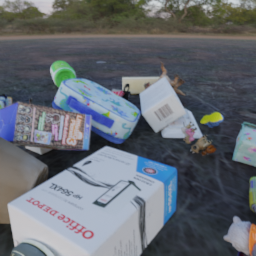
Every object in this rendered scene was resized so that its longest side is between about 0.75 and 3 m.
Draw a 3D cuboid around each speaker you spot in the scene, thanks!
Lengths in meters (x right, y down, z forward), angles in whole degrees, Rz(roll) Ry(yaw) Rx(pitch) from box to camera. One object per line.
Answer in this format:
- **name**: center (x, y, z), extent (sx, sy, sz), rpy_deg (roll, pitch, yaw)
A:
- **speaker**: center (-3.865, -3.158, 16.528), extent (1.313, 1.313, 2.969), rpy_deg (-7, 24, -17)

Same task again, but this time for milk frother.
- **milk frother**: center (-0.369, -1.712, 13.330), extent (0.886, 0.942, 0.850), rpy_deg (10, 16, 11)

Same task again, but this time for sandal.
- **sandal**: center (3.153, -0.258, 10.264), extent (0.482, 0.440, 1.108), rpy_deg (37, -11, -11)

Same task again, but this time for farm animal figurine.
- **farm animal figurine**: center (2.014, 0.389, 8.552), extent (1.201, 0.604, 0.970), rpy_deg (37, 22, -15)

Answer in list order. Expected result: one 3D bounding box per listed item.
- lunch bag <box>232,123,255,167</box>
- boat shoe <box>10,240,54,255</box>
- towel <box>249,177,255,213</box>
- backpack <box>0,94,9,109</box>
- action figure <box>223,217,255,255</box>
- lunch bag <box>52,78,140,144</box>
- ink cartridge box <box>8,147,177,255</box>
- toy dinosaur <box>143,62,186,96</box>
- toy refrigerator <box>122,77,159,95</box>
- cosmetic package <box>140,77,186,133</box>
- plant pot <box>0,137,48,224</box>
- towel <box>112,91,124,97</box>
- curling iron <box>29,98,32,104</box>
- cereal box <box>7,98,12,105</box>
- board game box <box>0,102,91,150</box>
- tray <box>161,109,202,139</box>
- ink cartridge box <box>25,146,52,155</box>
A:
- **lunch bag**: center (3.838, 0.447, 8.147), extent (1.274, 0.912, 1.496), rpy_deg (19, 36, 19)
- **boat shoe**: center (-1.174, 2.395, 3.879), extent (2.236, 0.814, 0.691), rpy_deg (26, 30, 38)
- **towel**: center (3.427, 1.559, 6.070), extent (1.538, 0.244, 2.142), rpy_deg (10, 11, 20)
- **backpack**: center (-5.196, -0.725, 11.031), extent (0.938, 1.025, 0.753), rpy_deg (-7, 24, -11)
- **action figure**: center (2.697, 1.978, 4.505), extent (2.172, 1.174, 2.245), rpy_deg (17, 27, 17)
- **lunch bag**: center (-1.018, -0.632, 9.416), extent (2.734, 1.127, 2.198), rpy_deg (28, 16, 0)
- **ink cartridge box**: center (-0.525, 1.560, 5.414), extent (1.973, 1.139, 2.702), rpy_deg (15, 27, 31)
- **toy dinosaur**: center (1.715, -1.950, 13.674), extent (2.603, 1.764, 1.117), rpy_deg (27, 15, -50)
- **toy refrigerator**: center (0.910, -2.240, 14.924), extent (2.430, 0.850, 0.923), rpy_deg (-1, 16, -4)
- **cosmetic package**: center (1.272, -0.993, 11.056), extent (1.352, 0.950, 2.666), rpy_deg (-33, 19, 14)
- **plant pot**: center (-2.760, 1.111, 5.779), extent (1.825, 2.104, 2.104), rpy_deg (18, 24, 0)
- **towel**: center (-1.127, -1.398, 12.841), extent (1.602, 0.180, 1.159), rpy_deg (5, 36, 27)
- **curling iron**: center (-3.785, -0.677, 10.855), extent (0.129, 1.012, 0.251), rpy_deg (0, 32, -22)
- **cereal box**: center (-6.407, -1.022, 11.656), extent (1.762, 0.484, 2.449), rpy_deg (5, 11, 22)
- **board game box**: center (-2.287, 0.042, 7.604), extent (2.007, 0.972, 1.600), rpy_deg (10, -10, -39)
- **tray**: center (1.955, -0.275, 10.900), extent (1.448, 0.299, 2.696), rpy_deg (2, 23, 2)
- **ink cartridge box**: center (-2.679, 0.382, 9.094), extent (0.799, 0.459, 1.100), rpy_deg (15, 26, 32)
